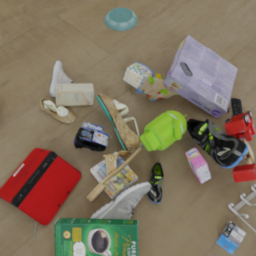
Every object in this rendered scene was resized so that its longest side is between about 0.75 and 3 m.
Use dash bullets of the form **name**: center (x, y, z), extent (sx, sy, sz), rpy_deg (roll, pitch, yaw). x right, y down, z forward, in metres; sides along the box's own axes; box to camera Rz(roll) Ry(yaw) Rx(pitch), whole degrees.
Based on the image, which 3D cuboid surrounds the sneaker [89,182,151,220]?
- **sneaker**: center (-0.117, 2.654, 9.259), extent (2.302, 0.860, 0.944), rpy_deg (-34, 81, -14)

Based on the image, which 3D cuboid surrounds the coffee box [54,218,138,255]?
- **coffee box**: center (-0.911, 3.492, 8.291), extent (2.473, 0.544, 1.521), rpy_deg (-1, 91, 3)

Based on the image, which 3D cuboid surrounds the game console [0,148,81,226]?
- **game console**: center (-3.102, 1.978, 9.853), extent (1.867, 1.286, 2.166), rpy_deg (6, 52, 41)

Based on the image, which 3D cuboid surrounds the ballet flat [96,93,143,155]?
- **ballet flat**: center (-0.263, -0.304, 10.883), extent (0.937, 1.012, 2.870), rpy_deg (-28, 70, -4)

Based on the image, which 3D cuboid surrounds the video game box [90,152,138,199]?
- **video game box**: center (-0.512, 1.671, 10.050), extent (1.193, 0.307, 1.310), rpy_deg (-35, 64, -17)

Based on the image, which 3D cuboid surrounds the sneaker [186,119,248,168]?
- **sneaker**: center (2.845, 0.426, 9.573), extent (1.052, 1.230, 2.968), rpy_deg (-53, 25, 5)

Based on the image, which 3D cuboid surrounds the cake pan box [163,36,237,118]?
- **cake pan box**: center (3.130, -2.128, 11.615), extent (2.853, 0.746, 2.628), rpy_deg (29, 60, -10)

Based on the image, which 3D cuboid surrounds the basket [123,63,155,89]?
- **basket**: center (0.600, -2.243, 12.193), extent (1.274, 1.005, 1.445), rpy_deg (34, 29, 20)

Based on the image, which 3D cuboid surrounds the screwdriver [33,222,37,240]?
- **screwdriver**: center (-3.009, 2.935, 9.359), extent (0.213, 0.222, 1.529), rpy_deg (-16, 63, 29)

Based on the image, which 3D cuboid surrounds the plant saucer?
- **plant saucer**: center (-0.385, -5.825, 14.783), extent (1.799, 0.323, 1.799), rpy_deg (0, 58, 0)

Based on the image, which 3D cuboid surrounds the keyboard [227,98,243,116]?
- **keyboard**: center (4.450, -0.810, 11.733), extent (0.699, 0.113, 1.099), rpy_deg (4, 57, 2)

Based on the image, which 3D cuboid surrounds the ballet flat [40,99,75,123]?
- **ballet flat**: center (-2.922, -0.718, 11.403), extent (1.702, 0.556, 0.600), rpy_deg (23, 58, 13)

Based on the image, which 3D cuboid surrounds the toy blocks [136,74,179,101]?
- **toy blocks**: center (1.164, -1.519, 11.548), extent (1.704, 1.165, 0.852), rpy_deg (7, 68, -37)

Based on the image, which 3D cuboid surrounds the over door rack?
- **over door rack**: center (4.358, 2.798, 9.087), extent (1.284, 0.579, 1.738), rpy_deg (-30, 59, -18)

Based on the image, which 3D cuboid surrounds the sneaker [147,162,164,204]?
- **sneaker**: center (0.954, 1.876, 9.724), extent (0.529, 0.619, 1.493), rpy_deg (5, 57, 5)

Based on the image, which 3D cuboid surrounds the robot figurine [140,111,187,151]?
- **robot figurine**: center (1.342, 0.082, 10.198), extent (1.852, 1.625, 1.071), rpy_deg (-36, 93, -21)

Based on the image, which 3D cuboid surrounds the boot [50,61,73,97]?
- **boot**: center (-2.851, -2.114, 12.315), extent (0.873, 0.672, 1.826), rpy_deg (5, 65, -5)

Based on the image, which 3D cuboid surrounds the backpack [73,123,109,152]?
- **backpack**: center (-1.329, 0.396, 10.355), extent (1.200, 1.259, 0.970), rpy_deg (21, 73, -10)

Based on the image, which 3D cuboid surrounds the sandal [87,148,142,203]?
- **sandal**: center (-0.641, 1.313, 9.529), extent (0.830, 0.925, 2.524), rpy_deg (42, 72, 8)

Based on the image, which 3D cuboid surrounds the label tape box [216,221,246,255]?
- **label tape box**: center (3.285, 3.499, 8.914), extent (0.582, 0.255, 0.807), rpy_deg (35, 64, 20)

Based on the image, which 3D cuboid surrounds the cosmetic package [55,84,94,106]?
- **cosmetic package**: center (-2.204, -1.364, 11.526), extent (1.517, 0.785, 0.554), rpy_deg (-3, 50, -12)

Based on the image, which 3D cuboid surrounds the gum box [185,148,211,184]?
- **gum box**: center (2.426, 1.332, 9.658), extent (0.417, 1.260, 0.715), rpy_deg (-30, 50, 1)

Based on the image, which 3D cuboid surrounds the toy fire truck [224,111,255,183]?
- **toy fire truck**: center (4.092, 0.573, 9.880), extent (0.700, 2.871, 2.025), rpy_deg (-16, 92, 31)
